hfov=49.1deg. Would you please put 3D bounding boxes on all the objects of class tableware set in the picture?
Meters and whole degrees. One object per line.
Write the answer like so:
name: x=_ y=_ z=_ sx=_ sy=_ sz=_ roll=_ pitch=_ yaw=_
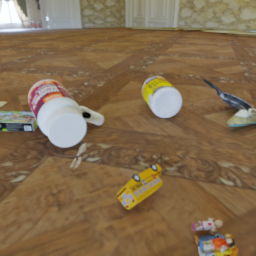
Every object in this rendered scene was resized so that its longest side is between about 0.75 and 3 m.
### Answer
tableware set: x=-1.368 y=0.778 z=7.743 sx=0.095 sy=0.816 sz=0.681 roll=29 pitch=-26 yaw=-18

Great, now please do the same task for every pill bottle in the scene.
pill bottle: x=1.333 y=-1.410 z=11.911 sx=1.278 sy=1.278 sz=2.340 roll=-4 pitch=25 yaw=-9
pill bottle: x=-2.429 y=-0.539 z=9.509 sx=1.457 sy=1.457 sz=2.660 roll=-12 pitch=33 yaw=-24

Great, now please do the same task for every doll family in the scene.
doll family: x=1.669 y=2.173 z=5.331 sx=0.719 sy=0.522 sz=1.159 roll=-6 pitch=7 yaw=4

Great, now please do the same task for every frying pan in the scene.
frying pan: x=4.142 y=-1.250 z=11.513 sx=2.286 sy=0.372 sz=1.383 roll=25 pitch=6 yaw=-31

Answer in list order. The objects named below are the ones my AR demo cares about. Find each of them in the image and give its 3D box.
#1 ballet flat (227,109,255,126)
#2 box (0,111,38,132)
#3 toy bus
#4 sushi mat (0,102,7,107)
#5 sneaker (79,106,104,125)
ballet flat: x=4.398 y=-0.408 z=10.355 sx=1.805 sy=0.638 sz=0.638 roll=-4 pitch=24 yaw=-23
box: x=-4.407 y=-0.273 z=10.562 sx=2.098 sy=0.364 sz=1.155 roll=1 pitch=25 yaw=3
toy bus: x=0.351 y=1.352 z=6.663 sx=0.552 sy=0.459 sz=1.409 roll=50 pitch=36 yaw=17
sushi mat: x=-5.866 y=-0.953 z=12.380 sx=0.545 sy=0.069 sz=1.140 roll=3 pitch=25 yaw=4
sneaker: x=-1.796 y=-0.565 z=10.533 sx=1.622 sy=0.598 sz=0.937 roll=14 pitch=-4 yaw=27
